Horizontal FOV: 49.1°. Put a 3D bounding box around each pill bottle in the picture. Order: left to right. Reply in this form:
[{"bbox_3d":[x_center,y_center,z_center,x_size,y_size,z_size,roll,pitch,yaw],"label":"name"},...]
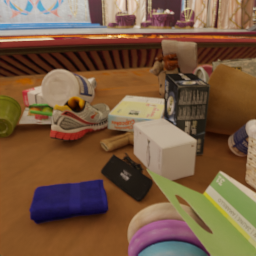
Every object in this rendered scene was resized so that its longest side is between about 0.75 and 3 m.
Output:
[{"bbox_3d":[-2.135,-1.377,10.674,1.367,1.367,2.463,4,4,10],"label":"pill bottle"},{"bbox_3d":[3.307,0.219,7.481,0.683,1.231,0.683,9,58,-14],"label":"pill bottle"}]

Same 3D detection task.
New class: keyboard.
[{"bbox_3d":[0.035,1.107,6.538,1.458,0.289,0.759,29,75,42],"label":"keyboard"}]

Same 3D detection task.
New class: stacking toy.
[{"bbox_3d":[0.523,2.275,3.086,1.249,1.249,2.927,2,29,4],"label":"stacking toy"}]

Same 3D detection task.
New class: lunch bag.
[{"bbox_3d":[4.063,-1.604,10.670,1.675,2.043,1.201,-3,20,10],"label":"lunch bag"}]

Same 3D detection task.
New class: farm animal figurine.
[{"bbox_3d":[1.826,-2.627,13.256,1.429,2.295,2.842,-12,21,17],"label":"farm animal figurine"}]

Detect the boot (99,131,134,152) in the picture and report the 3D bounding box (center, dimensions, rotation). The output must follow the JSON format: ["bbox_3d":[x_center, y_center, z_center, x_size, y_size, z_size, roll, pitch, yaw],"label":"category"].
[{"bbox_3d":[-0.143,0.471,8.232,1.084,0.359,0.949,-17,23,-31],"label":"boot"}]

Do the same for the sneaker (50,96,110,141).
[{"bbox_3d":[-1.412,-0.473,9.230,1.118,1.180,2.871,9,17,21],"label":"sneaker"}]

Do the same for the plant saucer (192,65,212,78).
[{"bbox_3d":[3.434,-2.127,12.677,1.422,1.422,0.361,-2,19,-4],"label":"plant saucer"}]

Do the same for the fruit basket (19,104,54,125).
[{"bbox_3d":[-3.103,-0.393,9.978,1.266,0.641,1.367,-1,31,-10],"label":"fruit basket"}]

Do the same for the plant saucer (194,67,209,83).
[{"bbox_3d":[3.034,-1.611,11.380,0.423,1.685,1.685,-2,23,-5],"label":"plant saucer"}]

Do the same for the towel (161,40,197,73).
[{"bbox_3d":[2.318,-3.069,12.471,1.492,0.388,2.251,11,-18,19],"label":"towel"}]

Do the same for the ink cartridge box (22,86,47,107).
[{"bbox_3d":[-3.445,-1.244,11.803,1.606,0.677,1.163,15,27,32],"label":"ink cartridge box"}]

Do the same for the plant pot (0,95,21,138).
[{"bbox_3d":[-4.146,-0.290,9.186,1.179,1.179,1.135,-6,35,-15],"label":"plant pot"}]

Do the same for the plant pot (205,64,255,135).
[{"bbox_3d":[3.702,-0.614,8.719,2.404,2.241,2.241,22,30,26],"label":"plant pot"}]

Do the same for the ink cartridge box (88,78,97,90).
[{"bbox_3d":[-2.638,-1.844,13.810,1.989,0.499,1.613,-16,20,11],"label":"ink cartridge box"}]

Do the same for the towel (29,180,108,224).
[{"bbox_3d":[-1.186,1.503,5.776,1.502,0.372,1.109,-4,16,-9],"label":"towel"}]

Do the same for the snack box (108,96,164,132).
[{"bbox_3d":[0.453,-0.549,10.075,1.688,0.539,2.905,6,20,10],"label":"snack box"}]

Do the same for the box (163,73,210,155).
[{"bbox_3d":[1.614,-0.444,8.173,0.868,2.017,1.651,-2,23,-4],"label":"box"}]

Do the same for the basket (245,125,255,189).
[{"bbox_3d":[3.782,0.786,5.926,1.855,1.505,1.872,-9,25,-20],"label":"basket"}]

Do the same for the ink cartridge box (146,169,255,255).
[{"bbox_3d":[1.716,1.312,4.064,2.612,0.626,1.901,31,8,-27],"label":"ink cartridge box"}]

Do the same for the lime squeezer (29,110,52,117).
[{"bbox_3d":[-2.221,-0.529,10.045,0.871,0.465,2.467,41,27,27],"label":"lime squeezer"}]

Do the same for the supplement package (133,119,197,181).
[{"bbox_3d":[0.887,0.518,7.261,0.968,0.964,1.650,-10,24,-21],"label":"supplement package"}]
